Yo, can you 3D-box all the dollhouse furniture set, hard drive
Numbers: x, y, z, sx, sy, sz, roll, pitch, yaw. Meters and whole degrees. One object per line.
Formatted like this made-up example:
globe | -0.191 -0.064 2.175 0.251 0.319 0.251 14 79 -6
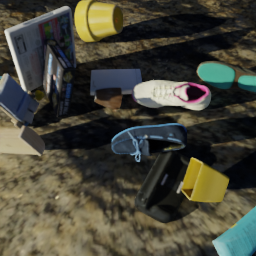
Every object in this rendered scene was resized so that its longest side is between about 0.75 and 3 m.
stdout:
dollhouse furniture set | -3.057 -0.646 7.681 1.463 2.117 2.243 0 58 19
hard drive | -0.424 -1.660 9.989 1.794 0.239 1.183 -3 49 -2

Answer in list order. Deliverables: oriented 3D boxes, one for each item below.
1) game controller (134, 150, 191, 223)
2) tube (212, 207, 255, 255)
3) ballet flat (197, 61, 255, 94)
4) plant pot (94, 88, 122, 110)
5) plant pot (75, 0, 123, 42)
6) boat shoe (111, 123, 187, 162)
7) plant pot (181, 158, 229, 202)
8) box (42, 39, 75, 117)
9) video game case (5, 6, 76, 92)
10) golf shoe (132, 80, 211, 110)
game controller | 1.006 1.432 7.282 1.062 0.429 2.036 31 55 6
tube | 2.894 2.257 6.348 2.305 0.581 0.892 -29 90 -24
ballet flat | 3.677 -1.704 9.598 2.626 0.893 0.898 19 29 12
plant pot | -0.668 -0.975 8.940 0.778 0.728 0.728 6 47 -16
plant pot | -1.062 -4.249 11.106 1.488 1.582 1.582 6 48 24
boat shoe | 0.508 0.372 7.479 2.099 0.883 0.720 -16 43 18
plant pot | 1.856 1.291 6.663 0.776 0.880 0.879 18 92 -3
box | -2.256 -1.573 8.852 0.447 1.798 1.785 -11 48 -31
video game case | -2.740 -2.550 9.298 2.196 2.410 0.277 -36 63 -28
golf shoe | 1.344 -1.118 8.735 2.520 1.153 0.949 2 86 6
